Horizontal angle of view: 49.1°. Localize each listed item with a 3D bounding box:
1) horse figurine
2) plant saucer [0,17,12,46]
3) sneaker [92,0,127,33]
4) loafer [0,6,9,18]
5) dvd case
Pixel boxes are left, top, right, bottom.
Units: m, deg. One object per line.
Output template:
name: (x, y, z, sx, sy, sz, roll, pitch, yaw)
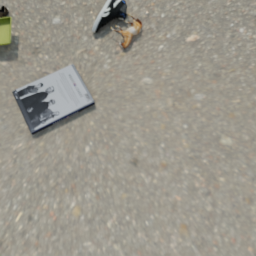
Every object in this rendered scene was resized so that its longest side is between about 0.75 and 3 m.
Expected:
horse figurine: (0.045, -3.985, 11.353, 1.560, 0.389, 1.034, -42, 77, -19)
plant saucer: (-5.137, -3.699, 11.033, 1.249, 0.299, 1.248, -7, 71, 5)
sneaker: (-0.651, -4.528, 11.472, 1.025, 0.670, 1.833, 29, 89, -14)
loafer: (-5.318, -4.642, 11.653, 0.387, 0.379, 1.061, 4, 69, 3)
dvd case: (-2.752, -1.099, 10.341, 2.513, 0.311, 1.889, -27, 71, -10)
